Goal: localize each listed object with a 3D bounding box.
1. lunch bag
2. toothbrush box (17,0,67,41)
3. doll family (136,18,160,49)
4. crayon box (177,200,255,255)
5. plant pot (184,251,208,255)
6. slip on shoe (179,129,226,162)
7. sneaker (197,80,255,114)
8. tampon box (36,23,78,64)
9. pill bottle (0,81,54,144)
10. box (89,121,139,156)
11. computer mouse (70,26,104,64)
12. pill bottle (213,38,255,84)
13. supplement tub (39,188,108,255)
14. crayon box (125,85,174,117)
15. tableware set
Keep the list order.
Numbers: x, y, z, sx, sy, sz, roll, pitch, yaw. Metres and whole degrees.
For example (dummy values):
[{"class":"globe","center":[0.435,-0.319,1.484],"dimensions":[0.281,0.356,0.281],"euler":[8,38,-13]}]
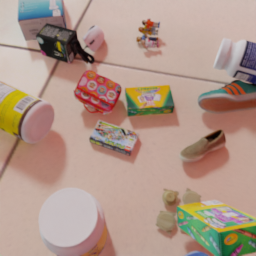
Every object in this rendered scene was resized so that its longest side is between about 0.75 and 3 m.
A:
[{"class":"lunch bag","center":[-1.232,-1.286,10.931],"dimensions":[1.687,0.691,1.486],"euler":[26,75,-4]},{"class":"toothbrush box","center":[-4.155,-5.706,13.633],"dimensions":[2.057,1.198,2.809],"euler":[-10,58,-6]},{"class":"doll family","center":[0.903,-4.303,13.169],"dimensions":[1.009,0.732,1.625],"euler":[6,75,-5]},{"class":"crayon box","center":[2.378,2.587,7.451],"dimensions":[1.345,2.265,0.660],"euler":[-4,91,-15]},{"class":"plant pot","center":[1.215,4.350,6.559],"dimensions":[2.296,2.296,2.064],"euler":[-12,53,-21]},{"class":"slip on shoe","center":[2.637,0.607,9.885],"dimensions":[1.892,0.573,0.719],"euler":[-19,33,-14]},{"class":"sneaker","center":[3.998,-1.288,11.071],"dimensions":[2.729,0.974,1.090],"euler":[-2,51,-6]},{"class":"tampon box","center":[-3.094,-3.745,12.437],"dimensions":[1.511,1.133,0.954],"euler":[18,60,11]},{"class":"pill bottle","center":[-4.294,-0.695,10.166],"dimensions":[2.948,1.610,1.610],"euler":[25,61,15]},{"class":"box","center":[-0.514,0.370,10.345],"dimensions":[1.621,0.281,0.892],"euler":[18,59,11]},{"class":"computer mouse","center":[-1.611,-3.920,12.526],"dimensions":[0.518,1.294,2.361],"euler":[-16,38,39]},{"class":"pill bottle","center":[4.645,-2.485,10.637],"dimensions":[2.500,1.447,1.447],"euler":[19,60,8]},{"class":"supplement tub","center":[-1.435,2.716,7.658],"dimensions":[1.677,2.306,1.677],"euler":[0,58,0]},{"class":"crayon box","center":[0.823,-1.083,11.107],"dimensions":[1.823,0.531,1.083],"euler":[-5,58,-3]},{"class":"tableware set","center":[1.613,2.625,8.887],"dimensions":[1.294,0.180,1.549],"euler":[12,65,6]}]
